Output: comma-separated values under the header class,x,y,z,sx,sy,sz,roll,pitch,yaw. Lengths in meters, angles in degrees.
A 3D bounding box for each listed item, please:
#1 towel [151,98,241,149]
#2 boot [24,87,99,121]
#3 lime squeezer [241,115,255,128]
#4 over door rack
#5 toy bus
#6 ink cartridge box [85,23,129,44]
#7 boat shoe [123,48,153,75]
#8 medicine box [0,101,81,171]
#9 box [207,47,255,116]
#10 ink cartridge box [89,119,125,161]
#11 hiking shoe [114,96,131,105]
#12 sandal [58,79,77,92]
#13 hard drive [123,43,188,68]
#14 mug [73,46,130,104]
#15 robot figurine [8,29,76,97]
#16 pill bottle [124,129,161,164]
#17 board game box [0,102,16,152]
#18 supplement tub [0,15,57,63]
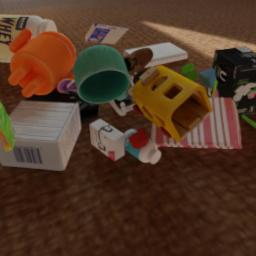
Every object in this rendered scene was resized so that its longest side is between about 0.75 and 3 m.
class,x,y,z,sx,sy,sz,roll,pitch,yaw
towel,2.081,-0.144,8.865,2.675,0.400,1.957,0,49,12
boot,-2.369,-0.808,9.960,1.821,0.725,2.209,-29,50,-31
lime squeezer,4.613,0.134,8.829,0.884,0.472,2.503,-30,45,-34
over door rack,-0.140,-1.726,10.901,2.199,0.991,2.976,-21,41,-27
toy bus,0.817,-0.906,7.292,2.692,1.391,2.540,-9,51,25
ink cartridge box,-0.839,-3.741,10.924,1.332,1.347,0.317,-3,77,-30
boat shoe,0.114,-2.273,10.086,2.040,0.734,0.693,-33,13,-10
medicine box,-2.555,0.147,8.290,1.852,1.047,2.034,4,36,5
box,3.759,-1.598,9.841,1.247,2.006,1.490,-9,38,-12
ink cartridge box,-0.626,0.342,8.245,0.456,0.794,1.093,-30,46,-34
hiking shoe,-0.295,-1.087,10.601,0.836,0.311,0.362,5,40,-11
sandal,-1.944,-1.451,9.629,0.273,0.451,1.109,15,17,31
hard drive,1.362,-3.675,14.052,2.686,0.353,1.771,-16,39,-22
mug,-0.730,-1.368,7.351,1.366,1.663,1.028,-12,64,-10
robot figurine,-2.917,-2.318,9.793,2.090,1.694,2.906,17,44,7
pill bottle,0.380,0.563,8.073,0.653,0.653,1.179,-27,44,-32
board game box,-3.015,-0.232,6.520,0.225,1.500,0.716,-11,37,-4
supplement tub,-4.994,-4.132,13.126,2.966,2.151,2.151,3,37,3
